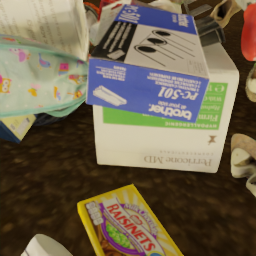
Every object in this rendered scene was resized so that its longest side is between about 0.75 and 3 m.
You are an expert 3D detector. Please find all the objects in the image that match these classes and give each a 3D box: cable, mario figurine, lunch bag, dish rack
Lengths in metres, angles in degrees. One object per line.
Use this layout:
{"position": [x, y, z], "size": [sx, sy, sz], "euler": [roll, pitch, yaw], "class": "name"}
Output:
{"position": [-2.651, -0.691, 8.716], "size": [1.871, 0.582, 2.293], "euler": [30, 51, 24], "class": "cable"}
{"position": [3.223, -1.921, 4.853], "size": [2.554, 1.577, 1.354], "euler": [-33, 27, 8], "class": "mario figurine"}
{"position": [-1.581, -0.838, 4.386], "size": [1.584, 1.134, 1.860], "euler": [19, 21, 36], "class": "lunch bag"}
{"position": [1.343, -2.828, 5.878], "size": [0.604, 2.215, 1.699], "euler": [-20, 21, 18], "class": "dish rack"}

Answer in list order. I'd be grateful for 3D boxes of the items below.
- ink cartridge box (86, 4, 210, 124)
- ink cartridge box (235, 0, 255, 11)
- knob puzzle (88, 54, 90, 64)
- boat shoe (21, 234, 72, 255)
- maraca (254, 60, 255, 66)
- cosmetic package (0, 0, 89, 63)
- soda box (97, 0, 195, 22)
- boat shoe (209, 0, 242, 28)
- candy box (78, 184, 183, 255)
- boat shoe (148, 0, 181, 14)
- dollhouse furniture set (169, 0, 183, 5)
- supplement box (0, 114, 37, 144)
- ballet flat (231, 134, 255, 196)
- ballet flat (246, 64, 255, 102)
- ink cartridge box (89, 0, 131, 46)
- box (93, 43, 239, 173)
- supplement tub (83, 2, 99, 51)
{"position": [0.291, -0.982, 3.538], "size": [1.116, 0.525, 2.374], "euler": [11, 35, 1], "class": "ink cartridge box"}
{"position": [3.453, -3.068, 6.645], "size": [1.106, 0.637, 1.515], "euler": [-28, 63, 3], "class": "ink cartridge box"}
{"position": [-1.906, -3.409, 13.559], "size": [1.469, 0.204, 1.469], "euler": [0, 31, 0], "class": "knob puzzle"}
{"position": [-0.708, 2.340, 3.369], "size": [2.534, 0.912, 0.833], "euler": [28, 78, 39], "class": "boat shoe"}
{"position": [5.874, -2.499, 11.327], "size": [1.548, 0.828, 1.061], "euler": [14, 60, 1], "class": "maraca"}
{"position": [-2.396, -2.426, 5.880], "size": [2.744, 2.264, 2.262], "euler": [-9, 40, 1], "class": "cosmetic package"}
{"position": [0.521, -2.981, 8.069], "size": [2.697, 0.855, 0.944], "euler": [17, 41, -1], "class": "soda box"}
{"position": [2.887, -3.579, 8.795], "size": [0.573, 0.633, 1.777], "euler": [-25, -6, -20], "class": "boat shoe"}
{"position": [0.071, 1.901, 4.614], "size": [1.186, 0.306, 2.321], "euler": [-12, 34, -23], "class": "candy box"}
{"position": [0.529, -3.920, 10.217], "size": [2.760, 0.977, 0.957], "euler": [-3, 28, 30], "class": "boat shoe"}
{"position": [1.954, -4.889, 9.057], "size": [1.094, 2.189, 0.845], "euler": [40, 11, 27], "class": "dollhouse furniture set"}
{"position": [-3.068, -0.291, 7.325], "size": [0.645, 0.961, 0.960], "euler": [13, 60, 21], "class": "supplement box"}
{"position": [2.688, 0.912, 5.833], "size": [0.813, 0.823, 2.418], "euler": [-17, 33, -12], "class": "ballet flat"}
{"position": [2.887, -1.211, 6.090], "size": [0.474, 1.398, 0.526], "euler": [26, 29, 26], "class": "ballet flat"}
{"position": [-0.317, -1.851, 4.746], "size": [0.671, 0.834, 0.209], "euler": [-37, 77, -28], "class": "ink cartridge box"}
{"position": [0.768, -0.784, 6.949], "size": [2.876, 2.476, 2.890], "euler": [3, 32, 5], "class": "box"}
{"position": [-1.710, -2.884, 8.594], "size": [1.400, 1.400, 2.286], "euler": [12, 46, 19], "class": "supplement tub"}
